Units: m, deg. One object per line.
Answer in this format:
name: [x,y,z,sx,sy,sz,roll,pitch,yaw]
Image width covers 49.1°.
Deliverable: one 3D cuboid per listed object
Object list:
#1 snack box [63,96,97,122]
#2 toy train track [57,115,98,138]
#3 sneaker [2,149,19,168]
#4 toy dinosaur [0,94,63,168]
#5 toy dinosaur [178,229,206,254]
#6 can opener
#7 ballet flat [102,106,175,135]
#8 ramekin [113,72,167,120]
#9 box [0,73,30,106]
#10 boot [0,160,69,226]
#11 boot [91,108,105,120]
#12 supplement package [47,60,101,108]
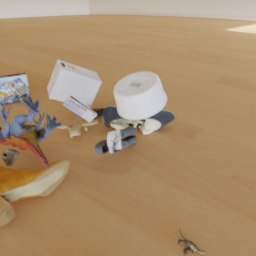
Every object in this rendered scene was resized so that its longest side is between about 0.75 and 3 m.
snack box: [-1.627,-0.629,9.525,1.134,0.408,0.138,35,30,-28]
toy train track: [-1.864,-0.210,11.108,1.558,0.442,2.717,-6,23,3]
sneaker: [-3.422,0.829,8.040,0.400,1.059,0.373,31,52,-19]
toy dinosaur: [-3.308,0.136,8.044,2.699,1.562,2.974,-33,37,30]
toy dinosaur: [1.304,2.577,6.195,0.372,0.200,0.844,-4,25,-38]
can opener: [-0.313,0.335,9.088,0.794,0.628,2.388,-2,6,21]
ballet flat: [0.372,-0.209,10.649,2.775,1.014,1.014,6,29,0]
ramekin: [0.286,-0.905,7.454,1.396,0.680,1.396,-12,38,10]
box: [-5.573,-1.734,12.888,1.904,1.300,0.359,-14,32,-24]
boot: [-3.047,1.289,7.472,1.843,0.906,2.574,24,39,25]
boot: [-1.452,-0.585,11.336,0.460,0.449,1.220,15,20,38]
supplement package: [-2.154,-1.710,11.152,1.700,1.324,0.943,13,29,-30]
